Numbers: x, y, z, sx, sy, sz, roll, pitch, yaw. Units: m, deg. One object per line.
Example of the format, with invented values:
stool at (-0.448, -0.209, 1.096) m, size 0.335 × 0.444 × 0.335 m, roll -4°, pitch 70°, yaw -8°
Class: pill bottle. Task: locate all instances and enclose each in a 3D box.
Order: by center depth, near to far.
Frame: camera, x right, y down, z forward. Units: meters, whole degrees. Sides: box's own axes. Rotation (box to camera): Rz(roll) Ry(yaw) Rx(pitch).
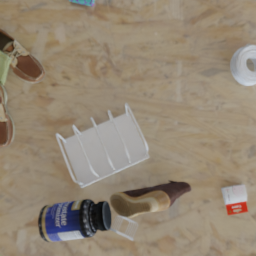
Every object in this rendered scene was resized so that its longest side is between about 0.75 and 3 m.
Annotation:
pill bottle at (-1.594, 2.811, 8.598) m, size 2.030 × 1.135 × 1.135 m, roll -11°, pitch 79°, yaw 10°

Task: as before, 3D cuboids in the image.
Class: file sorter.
file sorter at (-0.124, 2.972, 8.399) m, size 0.556 × 0.802 × 0.499 m, roll 29°, pitch 70°, yaw -10°
file sorter at (-0.845, 0.577, 9.374) m, size 2.636 × 1.641 × 1.829 m, roll -24°, pitch 75°, yaw -4°

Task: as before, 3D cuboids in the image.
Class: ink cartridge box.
ink cartridge box at (3.762, 2.510, 9.772) m, size 0.779 × 0.273 × 0.958 m, roll -9°, pitch 75°, yaw -2°

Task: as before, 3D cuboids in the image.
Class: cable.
cable at (4.533, -2.329, 10.430) m, size 1.451 × 0.502 × 1.451 m, roll -33°, pitch 96°, yaw -13°

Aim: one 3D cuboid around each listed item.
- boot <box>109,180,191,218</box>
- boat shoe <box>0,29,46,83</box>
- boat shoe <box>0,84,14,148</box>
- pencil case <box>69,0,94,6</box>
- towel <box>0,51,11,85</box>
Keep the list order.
boot at (0.705, 2.302, 9.328) m, size 1.920 × 2.308 × 0.835 m, roll -12°, pitch 90°, yaw -42°
boat shoe at (-4.253, -2.704, 10.394) m, size 2.761 × 0.991 × 1.045 m, roll 39°, pitch 81°, yaw 7°
boat shoe at (-4.780, -0.515, 10.009) m, size 0.956 × 0.906 × 2.524 m, roll -18°, pitch 79°, yaw -3°
pencil case at (-1.865, -5.197, 11.150) m, size 1.069 × 0.455 × 0.494 m, roll 14°, pitch 119°, yaw 1°
towel at (-4.815, -2.328, 10.284) m, size 1.009 × 1.360 × 0.248 m, roll 40°, pitch 42°, yaw 2°
